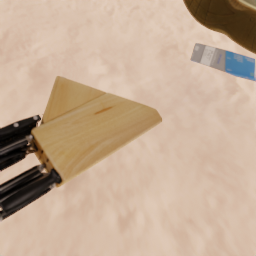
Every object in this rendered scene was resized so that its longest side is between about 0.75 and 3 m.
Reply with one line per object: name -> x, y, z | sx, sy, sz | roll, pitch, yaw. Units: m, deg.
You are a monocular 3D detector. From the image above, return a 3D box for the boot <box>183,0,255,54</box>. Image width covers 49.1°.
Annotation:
boot -> 2.722, -2.797, 6.415 | 2.115, 0.986, 2.735 | -28, 63, -35

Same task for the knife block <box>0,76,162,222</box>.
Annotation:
knife block -> -0.972, 0.516, 4.917 | 2.862, 0.916, 2.512 | 17, 68, -17

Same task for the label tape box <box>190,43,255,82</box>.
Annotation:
label tape box -> 2.763, -1.794, 7.633 | 1.252, 0.550, 1.737 | 3, 22, -32
